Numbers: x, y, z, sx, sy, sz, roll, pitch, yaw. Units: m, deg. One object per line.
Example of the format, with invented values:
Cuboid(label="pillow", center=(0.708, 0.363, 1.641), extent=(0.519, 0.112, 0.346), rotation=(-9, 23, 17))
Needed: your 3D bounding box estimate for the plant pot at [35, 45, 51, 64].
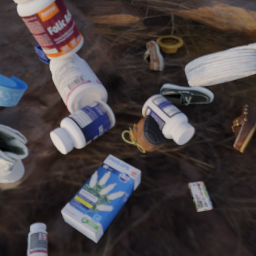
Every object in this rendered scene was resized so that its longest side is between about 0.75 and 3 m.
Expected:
Cuboid(label="plant pot", center=(-3.861, -3.578, 13.462), extent=(0.817, 0.735, 0.817), rotation=(31, 54, 26))

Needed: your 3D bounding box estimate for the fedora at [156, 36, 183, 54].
Cuboid(label="fedora", center=(2.080, -4.141, 14.097), extent=(1.380, 0.563, 1.380), rotation=(-3, 44, 3))

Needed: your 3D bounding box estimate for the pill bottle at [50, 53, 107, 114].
Cuboid(label="pill bottle", center=(-2.095, -1.849, 11.287), extent=(1.589, 1.589, 2.803), rotation=(-21, 51, -18))

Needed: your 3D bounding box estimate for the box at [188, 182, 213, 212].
Cuboid(label="box", center=(2.233, 2.106, 8.646), extent=(0.493, 0.156, 0.896), rotation=(-6, 48, -6))

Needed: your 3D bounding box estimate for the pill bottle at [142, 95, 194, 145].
Cuboid(label="pill bottle", center=(1.470, -0.275, 10.213), extent=(1.057, 1.057, 1.903), rotation=(-26, 52, -22))

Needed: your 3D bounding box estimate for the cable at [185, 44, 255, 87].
Cuboid(label="cable", center=(2.776, -1.739, 8.285), extent=(2.122, 2.122, 0.735), rotation=(-12, 91, 2))

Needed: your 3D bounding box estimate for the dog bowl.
Cuboid(label="dog bowl", center=(-4.260, -1.387, 8.141), extent=(2.569, 0.637, 1.432), rotation=(26, 16, 2))

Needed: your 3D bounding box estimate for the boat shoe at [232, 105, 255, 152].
Cuboid(label="boat shoe", center=(4.207, -0.034, 10.186), extent=(0.830, 0.831, 2.361), rotation=(29, 46, 19))

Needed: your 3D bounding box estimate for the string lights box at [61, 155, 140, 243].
Cuboid(label="string lights box", center=(-0.727, 2.021, 8.355), extent=(1.195, 0.686, 2.326), rotation=(25, 52, 21))

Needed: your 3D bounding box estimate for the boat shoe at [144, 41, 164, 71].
Cuboid(label="boat shoe", center=(1.114, -3.466, 13.364), extent=(0.732, 0.772, 2.040), rotation=(-9, 46, -6))

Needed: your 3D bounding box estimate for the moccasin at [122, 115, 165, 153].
Cuboid(label="moccasin", center=(0.394, 0.184, 7.299), extent=(0.875, 0.830, 2.268), rotation=(-40, 12, 8))

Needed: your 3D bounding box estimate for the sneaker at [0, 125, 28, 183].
Cuboid(label="sneaker", center=(-2.381, 0.598, 5.430), extent=(1.196, 2.069, 0.762), rotation=(8, 59, 21))

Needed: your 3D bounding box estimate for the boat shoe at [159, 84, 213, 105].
Cuboid(label="boat shoe", center=(2.320, -1.224, 11.354), extent=(2.140, 0.757, 0.681), rotation=(9, 48, 18))

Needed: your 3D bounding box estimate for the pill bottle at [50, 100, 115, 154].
Cuboid(label="pill bottle", center=(-1.605, -0.016, 9.896), extent=(2.120, 1.178, 1.178), rotation=(-36, 57, -27))

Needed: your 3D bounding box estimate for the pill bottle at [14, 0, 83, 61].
Cuboid(label="pill bottle", center=(-2.928, -4.011, 10.155), extent=(1.595, 2.793, 1.595), rotation=(-14, 47, 15))

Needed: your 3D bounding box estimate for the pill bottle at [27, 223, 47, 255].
Cuboid(label="pill bottle", center=(-2.431, 3.065, 7.530), extent=(0.503, 0.503, 0.869), rotation=(-8, 48, -7))
